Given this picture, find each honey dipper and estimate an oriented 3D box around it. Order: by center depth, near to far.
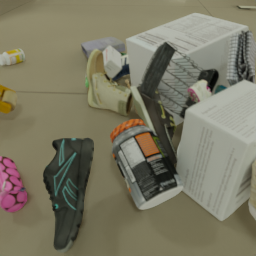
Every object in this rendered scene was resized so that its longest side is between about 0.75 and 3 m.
[{"bbox_3d":[0.174,-1.028,9.063,0.219,1.154,0.219,-21,0,0],"label":"honey dipper"}]

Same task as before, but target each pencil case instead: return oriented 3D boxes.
[{"bbox_3d":[-2.712,1.194,6.284,0.633,0.653,1.394,-47,44,-4],"label":"pencil case"}]

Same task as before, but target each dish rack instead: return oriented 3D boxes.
[{"bbox_3d":[1.254,-1.104,6.912,1.997,1.532,0.545,24,1,-39],"label":"dish rack"}]

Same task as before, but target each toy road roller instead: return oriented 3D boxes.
[{"bbox_3d":[-4.190,-0.807,8.605,1.300,0.949,0.799,20,40,-26],"label":"toy road roller"}]

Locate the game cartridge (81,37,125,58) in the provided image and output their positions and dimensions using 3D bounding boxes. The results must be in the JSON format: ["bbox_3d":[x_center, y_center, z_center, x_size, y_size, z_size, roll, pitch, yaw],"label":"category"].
[{"bbox_3d":[-1.183,-3.698,12.840,1.689,0.500,2.605,-12,26,-10],"label":"game cartridge"}]

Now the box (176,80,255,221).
[{"bbox_3d":[2.296,0.412,6.104,2.166,2.155,1.416,-26,45,-31],"label":"box"}]

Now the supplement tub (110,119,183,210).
[{"bbox_3d":[0.331,0.741,6.000,1.067,1.067,1.742,-16,64,-21],"label":"supplement tub"}]

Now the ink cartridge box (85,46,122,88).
[{"bbox_3d":[-0.886,-2.084,10.014,0.585,1.392,1.016,30,36,-31],"label":"ink cartridge box"}]

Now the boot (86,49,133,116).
[{"bbox_3d":[-0.530,-1.392,8.797,1.511,1.954,0.704,18,34,22],"label":"boot"}]

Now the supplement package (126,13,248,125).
[{"bbox_3d":[1.868,-2.036,9.157,2.993,2.272,2.255,-28,43,-23],"label":"supplement package"}]

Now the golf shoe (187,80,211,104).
[{"bbox_3d":[1.821,-0.649,6.635,0.512,1.119,0.421,-46,41,-8],"label":"golf shoe"}]

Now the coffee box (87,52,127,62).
[{"bbox_3d":[-0.905,-2.947,12.313,0.995,0.356,1.619,21,40,29],"label":"coffee box"}]

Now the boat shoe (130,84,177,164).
[{"bbox_3d":[0.822,-0.207,7.513,0.806,0.954,2.677,-20,58,-3],"label":"boat shoe"}]

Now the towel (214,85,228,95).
[{"bbox_3d":[2.967,-0.008,7.182,0.235,1.588,2.166,-22,44,-27],"label":"towel"}]

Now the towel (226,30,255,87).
[{"bbox_3d":[2.985,-1.705,7.240,0.629,1.217,1.470,4,-2,26],"label":"towel"}]

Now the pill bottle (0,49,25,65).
[{"bbox_3d":[-5.154,-3.106,12.361,1.011,0.570,0.570,-30,46,-35],"label":"pill bottle"}]

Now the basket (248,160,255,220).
[{"bbox_3d":[3.513,1.451,4.529,1.872,1.704,2.762,-28,37,-4],"label":"basket"}]

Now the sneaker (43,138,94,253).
[{"bbox_3d":[-1.275,1.241,5.629,0.913,0.869,2.304,10,59,-9],"label":"sneaker"}]

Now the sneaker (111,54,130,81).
[{"bbox_3d":[0.096,-2.396,11.027,2.103,0.788,0.889,-37,55,-20],"label":"sneaker"}]
